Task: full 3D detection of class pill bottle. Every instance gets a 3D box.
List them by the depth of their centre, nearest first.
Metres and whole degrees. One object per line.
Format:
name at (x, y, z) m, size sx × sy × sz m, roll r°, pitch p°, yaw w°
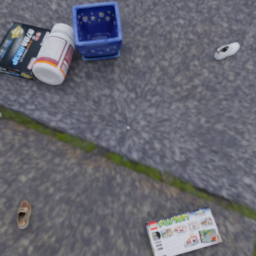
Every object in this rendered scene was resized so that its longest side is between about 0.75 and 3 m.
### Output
pill bottle at (-2.429, -2.514, 9.515) m, size 1.046 × 1.046 × 1.910 m, roll 11°, pitch 65°, yaw 5°

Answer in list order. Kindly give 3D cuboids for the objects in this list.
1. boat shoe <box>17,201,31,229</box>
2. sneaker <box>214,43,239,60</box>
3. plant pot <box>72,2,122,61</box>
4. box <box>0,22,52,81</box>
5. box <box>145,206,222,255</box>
boat shoe at (-2.828, 2.293, 7.578) m, size 0.317 × 0.301 × 0.838 m, roll -13°, pitch 40°, yaw -7°
sneaker at (3.581, -2.789, 10.009) m, size 1.063 × 0.376 × 0.388 m, roll -32°, pitch 69°, yaw -14°
plant pot at (-1.016, -3.169, 9.569) m, size 1.536 × 1.381 × 1.536 m, roll -7°, pitch 74°, yaw -3°
box at (-3.703, -2.747, 9.939) m, size 1.591 × 0.460 × 2.002 m, roll 15°, pitch 66°, yaw 7°
box at (1.458, 2.793, 7.487) m, size 1.793 × 0.311 × 0.986 m, roll -13°, pitch 66°, yaw -6°
